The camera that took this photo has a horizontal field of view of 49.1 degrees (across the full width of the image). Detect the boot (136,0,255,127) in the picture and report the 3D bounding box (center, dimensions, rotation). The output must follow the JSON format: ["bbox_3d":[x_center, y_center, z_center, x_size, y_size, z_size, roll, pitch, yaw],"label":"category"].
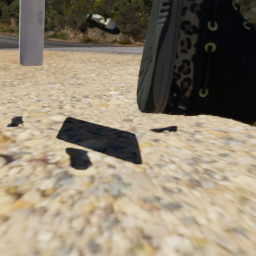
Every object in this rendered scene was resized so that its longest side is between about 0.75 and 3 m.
[{"bbox_3d":[1.175,-1.145,3.079,1.783,2.361,0.852,12,9,-11],"label":"boot"}]

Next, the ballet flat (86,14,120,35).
[{"bbox_3d":[-0.680,-2.915,7.852,1.009,0.343,0.345,16,-25,-11],"label":"ballet flat"}]

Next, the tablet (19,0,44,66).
[{"bbox_3d":[-2.524,-2.997,7.511,0.178,2.613,1.700,6,13,-1],"label":"tablet"}]
